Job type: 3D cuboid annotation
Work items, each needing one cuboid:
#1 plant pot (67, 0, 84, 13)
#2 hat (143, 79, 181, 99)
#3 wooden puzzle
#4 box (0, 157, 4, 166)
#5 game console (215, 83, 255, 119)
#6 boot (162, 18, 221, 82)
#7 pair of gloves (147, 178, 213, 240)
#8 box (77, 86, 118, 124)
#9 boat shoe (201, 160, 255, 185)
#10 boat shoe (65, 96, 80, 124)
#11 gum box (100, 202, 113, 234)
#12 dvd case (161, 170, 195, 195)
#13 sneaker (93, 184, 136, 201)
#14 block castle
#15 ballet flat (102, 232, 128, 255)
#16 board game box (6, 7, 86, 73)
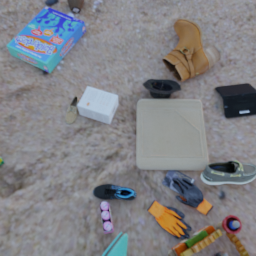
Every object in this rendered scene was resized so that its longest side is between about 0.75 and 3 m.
[{"bbox_3d":[-2.356,-5.683,12.568,0.885,0.885,0.947,-3,76,-2],"label":"plant pot"},{"bbox_3d":[1.219,-1.331,10.309,1.408,0.568,1.408,3,30,-2],"label":"hat"},{"bbox_3d":[1.464,0.214,9.672,2.353,0.474,2.544,1,67,2],"label":"wooden puzzle"},{"bbox_3d":[-5.379,1.298,9.063,2.240,0.542,1.314,-36,69,-20],"label":"box"},{"bbox_3d":[4.110,-1.032,10.485,1.410,0.820,1.240,-8,93,-3],"label":"game console"},{"bbox_3d":[2.120,-3.131,11.092,2.039,0.971,2.635,-31,67,-15],"label":"boot"},{"bbox_3d":[1.601,2.433,8.580,1.487,0.206,1.670,40,74,18],"label":"pair of gloves"},{"bbox_3d":[-1.067,-0.813,10.080,1.206,0.642,0.919,18,64,9],"label":"box"},{"bbox_3d":[3.267,1.365,8.838,1.923,0.575,0.687,-4,39,-12],"label":"boat shoe"},{"bbox_3d":[-2.041,-0.672,10.176,0.380,0.344,1.068,9,63,5],"label":"boat shoe"},{"bbox_3d":[-0.648,2.666,8.368,0.284,0.488,0.860,-10,63,-5],"label":"gum box"},{"bbox_3d":[1.626,1.754,9.078,0.889,0.071,0.661,29,66,14],"label":"dvd case"},{"bbox_3d":[-0.427,1.967,8.675,1.371,0.562,0.502,1,70,3],"label":"sneaker"},{"bbox_3d":[2.216,3.662,7.378,2.650,1.243,1.771,-28,69,-13],"label":"block castle"},{"bbox_3d":[-0.730,4.197,7.311,1.037,0.992,2.947,37,75,21],"label":"ballet flat"},{"bbox_3d":[-3.326,-3.714,11.605,2.019,0.597,2.655,25,65,12],"label":"board game box"}]
